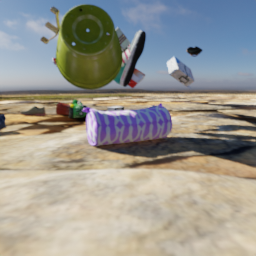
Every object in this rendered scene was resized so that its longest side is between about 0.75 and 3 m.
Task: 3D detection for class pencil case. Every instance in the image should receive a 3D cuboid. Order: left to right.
[{"bbox_3d":[0.053,-0.141,8.639,2.765,1.182,1.160,-6,-8,-29],"label":"pencil case"}]

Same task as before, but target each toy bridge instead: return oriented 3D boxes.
[{"bbox_3d":[-2.616,-3.453,9.662,0.494,1.468,0.200,35,45,-7],"label":"toy bridge"}]

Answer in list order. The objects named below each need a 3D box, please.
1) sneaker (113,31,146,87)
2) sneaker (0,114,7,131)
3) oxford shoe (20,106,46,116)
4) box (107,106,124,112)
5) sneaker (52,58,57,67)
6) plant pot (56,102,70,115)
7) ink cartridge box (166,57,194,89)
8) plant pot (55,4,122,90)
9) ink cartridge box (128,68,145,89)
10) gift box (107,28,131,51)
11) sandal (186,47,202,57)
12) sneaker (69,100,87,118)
[{"bbox_3d":[-0.279,-3.091,11.844,1.450,2.402,1.004,25,6,17],"label":"sneaker"},{"bbox_3d":[-5.368,-0.203,10.675,1.545,0.587,1.116,15,26,26],"label":"sneaker"},{"bbox_3d":[-5.405,-0.977,15.903,1.535,0.574,0.541,1,9,5],"label":"oxford shoe"},{"bbox_3d":[-0.794,-1.197,18.110,0.615,0.317,1.054,6,10,31],"label":"box"},{"bbox_3d":[-3.460,-3.357,14.370,1.087,0.611,0.387,51,35,17],"label":"sneaker"},{"bbox_3d":[-3.740,-1.097,16.409,0.737,0.758,0.758,9,10,7],"label":"plant pot"},{"bbox_3d":[2.801,-2.792,14.381,1.688,0.979,0.573,26,-47,-35],"label":"ink cartridge box"},{"bbox_3d":[-1.384,-2.905,9.849,2.629,2.629,2.531,-1,-5,-7],"label":"plant pot"},{"bbox_3d":[0.090,-2.391,12.716,1.045,0.323,1.288,35,36,5],"label":"ink cartridge box"},{"bbox_3d":[-0.842,-4.252,14.386,1.307,1.417,1.323,-34,19,36],"label":"gift box"},{"bbox_3d":[2.486,-2.859,10.588,0.426,0.284,1.041,39,37,12],"label":"sandal"},{"bbox_3d":[-2.683,-0.961,15.476,0.979,0.897,2.298,6,17,-7],"label":"sneaker"}]
